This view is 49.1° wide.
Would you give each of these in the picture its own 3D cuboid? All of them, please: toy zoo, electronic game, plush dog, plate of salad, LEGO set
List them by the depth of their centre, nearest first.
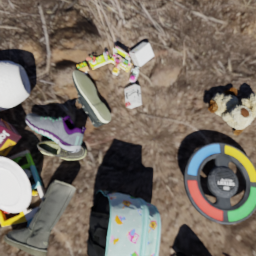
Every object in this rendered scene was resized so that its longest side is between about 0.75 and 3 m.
[{"bbox_3d":[-4.239,1.991,9.870,2.121,0.509,2.121,5,107,18],"label":"plate of salad"},{"bbox_3d":[3.351,1.911,9.938,2.875,0.598,2.875,3,70,-9],"label":"electronic game"},{"bbox_3d":[-4.140,2.430,10.521,1.802,0.281,2.746,-22,79,-5],"label":"toy zoo"},{"bbox_3d":[3.983,-0.721,10.828,1.944,1.560,1.670,-30,63,-35],"label":"plush dog"},{"bbox_3d":[-0.807,-2.653,11.252,2.596,0.966,1.194,11,78,2],"label":"LEGO set"}]

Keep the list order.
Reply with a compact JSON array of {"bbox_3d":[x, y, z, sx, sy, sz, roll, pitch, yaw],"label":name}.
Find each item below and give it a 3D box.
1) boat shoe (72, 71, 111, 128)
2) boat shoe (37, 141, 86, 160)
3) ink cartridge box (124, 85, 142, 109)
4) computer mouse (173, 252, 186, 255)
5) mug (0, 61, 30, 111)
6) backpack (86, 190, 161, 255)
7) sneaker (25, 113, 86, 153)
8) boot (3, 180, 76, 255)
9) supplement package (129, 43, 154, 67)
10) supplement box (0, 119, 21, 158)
[{"bbox_3d":[-1.615,-1.091,11.026,0.814,0.917,2.454,-38,84,34],"label":"boat shoe"},{"bbox_3d":[-2.556,0.848,10.677,1.869,0.614,0.668,8,82,3],"label":"boat shoe"},{"bbox_3d":[0.192,-1.238,11.088,0.577,0.335,0.800,-20,66,39],"label":"ink cartridge box"},{"bbox_3d":[1.836,5.400,9.815,1.334,0.437,1.899,30,79,5],"label":"computer mouse"},{"bbox_3d":[-5.038,-1.777,10.756,2.229,1.877,2.542,-13,46,-2],"label":"mug"},{"bbox_3d":[-0.184,3.370,8.927,2.259,2.947,2.590,10,78,-5],"label":"backpack"},{"bbox_3d":[-2.656,-0.151,10.431,2.561,0.953,1.121,29,106,15],"label":"sneaker"},{"bbox_3d":[-3.095,3.019,9.834,2.225,0.888,2.447,2,66,31],"label":"boot"},{"bbox_3d":[0.558,-2.992,11.402,0.789,0.615,0.438,-41,38,-15],"label":"supplement package"},{"bbox_3d":[-5.196,0.101,9.717,1.313,2.380,1.019,-53,46,-2],"label":"supplement box"}]
